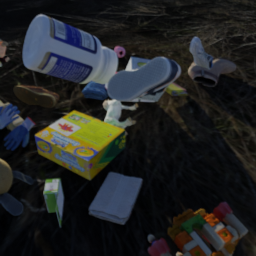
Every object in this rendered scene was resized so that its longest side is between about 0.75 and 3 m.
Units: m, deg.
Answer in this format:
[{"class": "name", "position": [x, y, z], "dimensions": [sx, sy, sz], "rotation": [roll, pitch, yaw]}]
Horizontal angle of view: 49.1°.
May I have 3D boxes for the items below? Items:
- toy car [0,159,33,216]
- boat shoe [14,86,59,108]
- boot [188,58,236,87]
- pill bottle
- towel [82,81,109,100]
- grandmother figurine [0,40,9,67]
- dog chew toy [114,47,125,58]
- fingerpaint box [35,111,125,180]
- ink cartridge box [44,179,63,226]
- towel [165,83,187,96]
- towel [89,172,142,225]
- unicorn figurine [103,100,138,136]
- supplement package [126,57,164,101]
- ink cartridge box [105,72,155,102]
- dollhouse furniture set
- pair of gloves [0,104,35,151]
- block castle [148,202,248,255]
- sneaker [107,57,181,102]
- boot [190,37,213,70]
[{"class": "toy car", "position": [-4.270, 1.592, 8.268], "dimensions": [2.707, 2.135, 2.223], "rotation": [24, 36, -17]}, {"class": "boat shoe", "position": [-4.266, -1.525, 13.108], "dimensions": [2.191, 0.789, 0.740], "rotation": [16, 33, 11]}, {"class": "boot", "position": [4.560, -2.918, 15.053], "dimensions": [2.665, 0.936, 1.949], "rotation": [6, 43, 6]}, {"class": "pill bottle", "position": [-1.891, -2.488, 9.633], "dimensions": [2.912, 1.743, 1.743], "rotation": [12, 23, -39]}, {"class": "towel", "position": [-1.350, -2.184, 14.166], "dimensions": [1.260, 0.548, 2.257], "rotation": [9, 36, 11]}, {"class": "grandmother figurine", "position": [-4.925, -2.782, 10.725], "dimensions": [0.753, 1.242, 0.376], "rotation": [33, 42, -9]}, {"class": "dog chew toy", "position": [-0.597, -4.910, 17.977], "dimensions": [0.663, 0.663, 1.065], "rotation": [-10, 30, -14]}, {"class": "fingerpaint box", "position": [-1.672, 0.522, 10.029], "dimensions": [2.469, 0.906, 2.060], "rotation": [20, 39, 27]}, {"class": "ink cartridge box", "position": [-2.102, 2.112, 7.862], "dimensions": [0.422, 0.824, 1.114], "rotation": [-4, 35, -5]}, {"class": "towel", "position": [1.488, -2.247, 13.551], "dimensions": [2.702, 0.308, 1.940], "rotation": [34, 23, 22]}, {"class": "towel", "position": [-0.343, 2.035, 8.426], "dimensions": [1.168, 0.304, 1.762], "rotation": [11, 37, 14]}, {"class": "unicorn figurine", "position": [-0.456, -0.670, 11.565], "dimensions": [1.693, 0.911, 2.466], "rotation": [-8, 39, 28]}, {"class": "supplement package", "position": [0.598, -1.756, 10.201], "dimensions": [1.258, 0.925, 1.203], "rotation": [5, 65, -14]}, {"class": "ink cartridge box", "position": [0.165, -1.914, 13.133], "dimensions": [2.076, 0.875, 1.503], "rotation": [-1, 33, -26]}, {"class": "dollhouse furniture set", "position": [-5.590, -1.087, 10.891], "dimensions": [1.596, 2.538, 2.870], "rotation": [-28, 44, -33]}, {"class": "pair of gloves", "position": [-4.399, -0.014, 10.574], "dimensions": [1.783, 0.203, 1.433], "rotation": [37, 76, 6]}, {"class": "block castle", "position": [1.462, 2.710, 6.447], "dimensions": [2.287, 1.528, 1.073], "rotation": [-19, 46, -25]}, {"class": "sneaker", "position": [0.418, -1.233, 7.591], "dimensions": [2.212, 0.868, 0.878], "rotation": [-12, -5, 43]}, {"class": "boot", "position": [2.827, -2.767, 10.511], "dimensions": [0.740, 1.549, 0.570], "rotation": [32, 87, 30]}]
